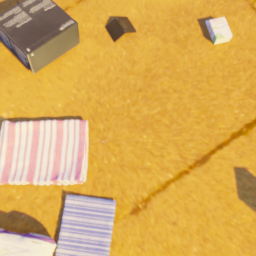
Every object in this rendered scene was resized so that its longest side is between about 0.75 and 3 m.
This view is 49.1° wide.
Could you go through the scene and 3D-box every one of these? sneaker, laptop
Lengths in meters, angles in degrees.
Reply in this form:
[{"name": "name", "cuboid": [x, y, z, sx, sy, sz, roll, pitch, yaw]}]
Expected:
[{"name": "sneaker", "cuboid": [-3.249, 3.329, 7.322, 2.517, 0.942, 1.254, 8, 73, 3]}, {"name": "laptop", "cuboid": [-0.261, -3.489, 9.917, 0.806, 0.467, 0.755, -18, 72, -35]}]

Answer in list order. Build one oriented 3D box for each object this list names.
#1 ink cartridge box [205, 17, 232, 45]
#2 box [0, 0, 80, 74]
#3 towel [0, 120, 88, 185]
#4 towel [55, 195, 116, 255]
[{"name": "ink cartridge box", "cuboid": [3.137, -3.464, 9.748, 0.585, 0.336, 0.999, -14, 73, -4]}, {"name": "box", "cuboid": [-2.940, -3.124, 9.145, 2.004, 1.043, 1.825, -41, 76, -20]}, {"name": "towel", "cuboid": [-2.593, 0.699, 8.422, 2.733, 0.409, 2.000, -1, 72, 0]}, {"name": "towel", "cuboid": [-1.206, 2.975, 7.801, 1.485, 0.245, 2.051, 7, 73, 1]}]
